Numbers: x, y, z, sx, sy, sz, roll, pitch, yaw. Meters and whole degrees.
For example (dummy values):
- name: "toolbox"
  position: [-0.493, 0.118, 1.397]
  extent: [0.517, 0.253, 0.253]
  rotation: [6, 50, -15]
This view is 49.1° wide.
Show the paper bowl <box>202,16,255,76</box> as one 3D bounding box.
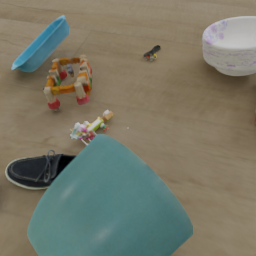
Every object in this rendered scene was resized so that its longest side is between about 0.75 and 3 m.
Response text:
- name: "paper bowl"
  position: [4.045, -2.871, 10.090]
  extent: [2.622, 1.364, 2.622]
  rotation: [-9, 39, 8]

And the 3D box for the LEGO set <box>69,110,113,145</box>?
- name: "LEGO set"
  position: [-0.949, 0.123, 8.199]
  extent: [0.682, 0.843, 1.834]
  rotation: [42, 31, 13]

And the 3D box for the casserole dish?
- name: "casserole dish"
  position: [-3.117, -2.969, 10.235]
  extent: [2.748, 0.533, 1.665]
  rotation: [-51, 33, -12]

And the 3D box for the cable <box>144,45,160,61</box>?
- name: "cable"
  position: [0.975, -3.002, 11.272]
  extent: [0.539, 0.279, 1.109]
  rotation: [1, 34, 23]

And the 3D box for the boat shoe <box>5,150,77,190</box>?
- name: "boat shoe"
  position: [-1.871, 1.069, 7.242]
  extent: [2.682, 0.835, 1.000]
  rotation: [4, 51, 5]

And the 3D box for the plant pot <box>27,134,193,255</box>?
- name: "plant pot"
  position: [-0.517, 1.859, 5.426]
  extent: [2.202, 2.744, 2.744]
  rotation: [-41, 60, -20]

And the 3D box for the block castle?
- name: "block castle"
  position: [-1.936, -1.518, 9.444]
  extent: [1.371, 0.963, 2.052]
  rotation: [-8, 44, 5]
